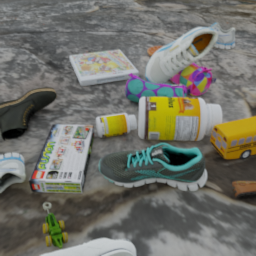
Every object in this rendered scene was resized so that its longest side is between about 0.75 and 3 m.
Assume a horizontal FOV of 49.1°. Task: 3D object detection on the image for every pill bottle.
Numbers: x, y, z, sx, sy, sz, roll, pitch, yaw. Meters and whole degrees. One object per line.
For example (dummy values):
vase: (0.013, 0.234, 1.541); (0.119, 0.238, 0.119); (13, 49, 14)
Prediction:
pill bottle: (-0.349, -0.090, 8.341); (1.149, 0.628, 0.628); (-9, 37, -11)
pill bottle: (1.436, -0.259, 8.052); (2.266, 1.238, 1.238); (2, 36, 2)

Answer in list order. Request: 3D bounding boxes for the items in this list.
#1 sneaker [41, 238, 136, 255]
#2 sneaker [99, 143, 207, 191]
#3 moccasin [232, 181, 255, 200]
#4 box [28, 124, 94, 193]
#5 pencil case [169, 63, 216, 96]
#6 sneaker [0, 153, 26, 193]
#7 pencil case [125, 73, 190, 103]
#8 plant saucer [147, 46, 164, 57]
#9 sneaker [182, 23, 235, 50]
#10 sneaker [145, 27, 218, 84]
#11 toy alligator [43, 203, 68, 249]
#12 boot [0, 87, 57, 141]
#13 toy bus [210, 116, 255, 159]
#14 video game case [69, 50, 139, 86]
sneaker: (-0.792, 2.191, 4.474); (1.871, 0.715, 0.753); (-5, 9, -5)
sneaker: (0.577, 0.766, 6.584); (2.609, 1.190, 1.012); (1, 52, 5)
moccasin: (3.087, 1.373, 6.520); (1.288, 0.471, 0.497); (-7, 51, 6)
box: (-1.650, 0.715, 7.430); (1.248, 0.394, 2.267); (2, 36, 1)
pencil case: (2.111, -2.245, 10.866); (1.185, 1.185, 2.681); (-19, 40, -23)
sneaker: (-3.379, 1.235, 6.497); (2.018, 0.757, 0.875); (-18, 46, -22)
pencil case: (0.964, -1.197, 9.527); (2.122, 0.981, 0.903); (14, 32, 20)
plant saucer: (1.594, -3.563, 13.374); (1.354, 0.253, 1.354); (1, 36, 0)
sneaker: (4.109, -4.778, 14.272); (2.701, 1.171, 1.013); (6, 38, 11)
sneaker: (1.785, -2.523, 9.714); (2.807, 1.074, 1.134); (-39, 18, 4)
toy alligator: (-1.537, 2.041, 5.739); (0.408, 0.295, 1.230); (-1, 30, -26)
boot: (-3.072, -0.406, 8.782); (2.065, 0.800, 1.428); (-27, 47, -13)
toy bus: (3.449, 0.207, 7.703); (2.294, 0.898, 0.747); (-11, 38, -15)
video game case: (-1.111, -2.679, 12.125); (2.422, 0.305, 2.661); (-11, 38, -15)
